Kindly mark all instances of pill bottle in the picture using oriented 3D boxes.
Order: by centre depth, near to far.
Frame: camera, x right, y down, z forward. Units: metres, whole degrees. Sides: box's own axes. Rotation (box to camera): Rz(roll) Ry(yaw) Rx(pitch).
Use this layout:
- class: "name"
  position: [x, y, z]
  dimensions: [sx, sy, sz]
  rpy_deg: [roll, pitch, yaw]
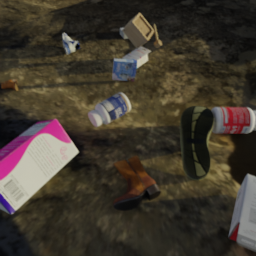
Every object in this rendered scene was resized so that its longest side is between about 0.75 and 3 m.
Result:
- class: "pill bottle"
  position: [3.834, -0.261, 9.941]
  dimensions: [1.670, 0.938, 0.938]
  rpy_deg: [0, 46, 0]
- class: "pill bottle"
  position: [-0.679, -0.618, 10.007]
  dimensions: [1.422, 0.789, 0.789]
  rpy_deg: [-32, 53, -22]

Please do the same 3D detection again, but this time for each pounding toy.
- class: "pounding toy"
  position: [0.739, -4.331, 13.061]
  dimensions: [1.748, 0.800, 1.536]
  rpy_deg: [46, 44, -19]

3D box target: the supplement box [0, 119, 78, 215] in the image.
- class: "supplement box"
  position: [-2.939, 1.004, 8.119]
  dimensions: [1.327, 1.299, 2.568]
  rpy_deg: [-4, 32, 49]

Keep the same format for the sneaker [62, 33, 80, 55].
- class: "sneaker"
  position: [-2.871, -4.217, 14.173]
  dimensions: [0.789, 0.552, 1.366]
  rpy_deg: [-11, 53, -16]

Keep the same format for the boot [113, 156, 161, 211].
- class: "boot"
  position: [-0.030, 1.569, 8.427]
  dimensions: [1.521, 0.553, 1.616]
  rpy_deg: [-21, 48, -19]

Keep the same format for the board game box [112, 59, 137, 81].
- class: "board game box"
  position: [-0.158, -2.464, 11.979]
  dimensions: [0.977, 0.982, 0.213]
  rpy_deg: [3, 47, -6]

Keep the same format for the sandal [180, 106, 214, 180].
- class: "sandal"
  position: [2.216, 0.438, 9.444]
  dimensions: [1.125, 0.808, 2.832]
  rpy_deg: [10, 61, 6]

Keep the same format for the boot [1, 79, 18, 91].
- class: "boot"
  position: [-5.041, -1.780, 11.871]
  dimensions: [0.651, 0.321, 0.838]
  rpy_deg: [-15, 47, -14]

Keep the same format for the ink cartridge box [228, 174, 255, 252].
- class: "ink cartridge box"
  position: [3.932, 2.618, 7.053]
  dimensions: [2.415, 1.013, 2.120]
  rpy_deg: [18, 48, 17]

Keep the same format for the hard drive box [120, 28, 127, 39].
- class: "hard drive box"
  position: [0.044, -5.197, 15.222]
  dimensions: [0.848, 0.326, 0.661]
  rpy_deg: [-15, 47, -14]

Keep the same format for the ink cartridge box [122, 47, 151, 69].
- class: "ink cartridge box"
  position: [0.421, -3.292, 13.210]
  dimensions: [0.723, 0.426, 1.256]
  rpy_deg: [34, 60, 31]
